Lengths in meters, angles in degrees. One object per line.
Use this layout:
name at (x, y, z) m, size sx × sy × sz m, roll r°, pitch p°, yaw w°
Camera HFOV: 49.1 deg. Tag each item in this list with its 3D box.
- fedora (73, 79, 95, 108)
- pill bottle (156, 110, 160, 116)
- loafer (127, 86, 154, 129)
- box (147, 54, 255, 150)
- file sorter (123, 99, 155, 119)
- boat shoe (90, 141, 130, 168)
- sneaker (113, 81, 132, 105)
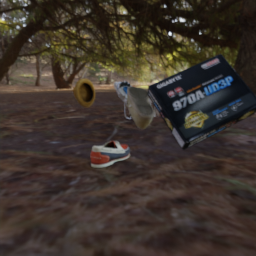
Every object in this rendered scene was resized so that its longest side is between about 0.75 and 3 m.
fedora at (-1.859, -1.411, 11.380) m, size 0.501 × 1.228 × 1.228 m, roll 3°, pitch 10°, yaw 33°
pill bottle at (1.873, -0.955, 13.209) m, size 1.076 × 0.624 × 0.624 m, roll -11°, pitch 9°, yaw 3°
loafer at (0.377, -0.848, 11.073) m, size 0.952 × 0.859 × 2.516 m, roll 10°, pitch 32°, yaw -13°
box at (2.320, -0.875, 8.738) m, size 2.762 × 2.195 × 0.635 m, roll -25°, pitch -22°, yaw -12°
file sorter at (0.558, -0.888, 12.875) m, size 1.318 × 0.821 × 0.915 m, roll -5°, pitch -5°, yaw 18°
boat shoe at (-0.420, 0.590, 7.197) m, size 0.573 × 0.504 × 1.610 m, roll 3°, pitch 9°, yaw 28°
sneaker at (0.054, -1.596, 14.792) m, size 0.885 × 2.361 × 1.023 m, roll -45°, pitch 34°, yaw -14°
